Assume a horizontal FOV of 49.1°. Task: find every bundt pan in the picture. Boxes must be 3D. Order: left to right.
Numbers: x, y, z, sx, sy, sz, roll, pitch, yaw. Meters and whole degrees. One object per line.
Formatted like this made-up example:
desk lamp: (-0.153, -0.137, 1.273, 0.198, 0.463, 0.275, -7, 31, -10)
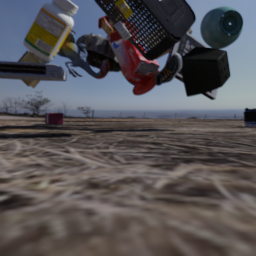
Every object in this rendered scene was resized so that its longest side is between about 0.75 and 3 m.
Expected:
bundt pan: (-1.319, -3.571, 13.152, 2.594, 0.973, 2.594, 16, -5, 2)

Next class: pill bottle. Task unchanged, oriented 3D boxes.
pill bottle: (-2.524, -3.353, 9.275, 1.128, 2.001, 1.128, 33, 15, -10)

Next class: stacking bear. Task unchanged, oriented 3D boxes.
stacking bear: (0.220, -3.230, 15.076, 1.612, 1.722, 2.835, -8, 45, -48)

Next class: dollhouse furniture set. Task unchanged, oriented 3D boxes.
dollhouse furniture set: (-0.503, -3.843, 9.597, 0.663, 0.878, 1.631, -29, -19, -21)

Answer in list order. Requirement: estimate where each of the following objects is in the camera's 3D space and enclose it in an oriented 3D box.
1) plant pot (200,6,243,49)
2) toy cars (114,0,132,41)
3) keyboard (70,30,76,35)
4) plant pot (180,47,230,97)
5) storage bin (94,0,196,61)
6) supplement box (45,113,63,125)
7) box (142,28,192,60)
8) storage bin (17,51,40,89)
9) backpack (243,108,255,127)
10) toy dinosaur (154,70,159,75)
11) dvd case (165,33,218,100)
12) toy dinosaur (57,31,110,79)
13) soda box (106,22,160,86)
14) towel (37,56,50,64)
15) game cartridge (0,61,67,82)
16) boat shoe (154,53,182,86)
plant pot: (3.539, -3.725, 10.220, 1.524, 1.524, 1.021, 0, 9, -6)
toy cars: (-0.115, -2.395, 6.170, 0.407, 0.909, 0.201, 4, 7, 3)
keyboard: (-3.330, -3.987, 12.277, 1.506, 0.244, 2.369, 12, 37, 3)
plant pot: (2.739, -1.993, 9.697, 1.249, 1.404, 1.407, 3, 33, 38)
storage bin: (0.475, -3.177, 7.314, 1.107, 2.361, 1.596, -26, 22, 50)
supplement box: (-4.212, -0.529, 15.871, 0.821, 0.638, 1.489, -1, 3, -23)
box: (1.638, -3.923, 12.631, 2.266, 0.881, 1.076, -31, -10, -12)
storage bin: (-4.179, -2.495, 11.978, 1.125, 1.133, 0.531, 44, 7, 2)
backpack: (5.688, -0.457, 11.953, 1.238, 0.833, 1.130, -3, 4, -41)
toy dinosaur: (0.961, -2.522, 12.499, 0.741, 0.428, 0.816, 24, -19, 20)
dvd case: (2.828, -2.621, 11.671, 2.697, 2.027, 0.334, 25, -17, -25)
toy dinosaur: (-1.943, -2.997, 10.753, 2.671, 1.546, 2.944, 45, 4, -33)
soda box: (0.108, -3.070, 11.179, 0.946, 2.983, 1.044, 10, -47, -36)
towel: (-3.105, -2.685, 10.469, 0.852, 0.564, 0.147, -23, 14, 49)
game cartridge: (-3.787, -2.036, 10.227, 2.942, 0.601, 1.958, 2, 2, -8)
boat shoe: (1.218, -1.739, 8.650, 0.582, 0.454, 1.283, -29, -18, -20)
